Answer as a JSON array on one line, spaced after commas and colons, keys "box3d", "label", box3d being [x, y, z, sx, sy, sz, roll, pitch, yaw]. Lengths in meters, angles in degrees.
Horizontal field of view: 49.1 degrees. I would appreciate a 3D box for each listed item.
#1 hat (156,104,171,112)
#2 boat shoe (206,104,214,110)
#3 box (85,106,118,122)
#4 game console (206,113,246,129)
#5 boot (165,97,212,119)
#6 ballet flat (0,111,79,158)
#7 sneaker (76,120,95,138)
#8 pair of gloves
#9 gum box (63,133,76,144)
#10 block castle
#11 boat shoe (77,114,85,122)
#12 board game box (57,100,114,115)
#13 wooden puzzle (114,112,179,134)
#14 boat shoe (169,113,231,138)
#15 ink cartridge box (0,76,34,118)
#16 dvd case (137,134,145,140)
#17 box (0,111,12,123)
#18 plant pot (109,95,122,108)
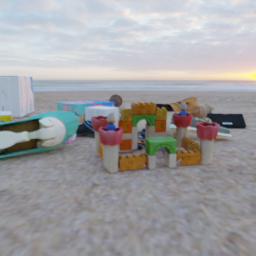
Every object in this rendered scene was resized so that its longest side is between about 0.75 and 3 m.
[{"box3d": [1.183, -0.605, 12.325, 1.408, 0.568, 1.408, 11, -20, 4], "label": "hat"}, {"box3d": [4.891, -1.320, 17.429, 0.978, 0.373, 0.351, -1, 10, -3], "label": "boat shoe"}, {"box3d": [-1.171, -0.587, 12.420, 1.206, 0.642, 0.919, 7, 12, 36], "label": "box"}, {"box3d": [3.909, -0.148, 11.411, 1.410, 0.820, 1.240, 1, 40, 8], "label": "game console"}, {"box3d": [2.591, -1.015, 13.909, 2.039, 0.971, 2.635, -3, 10, -18], "label": "boot"}, {"box3d": [-2.434, 0.219, 6.885, 2.947, 0.992, 1.037, -13, 12, -31], "label": "ballet flat"}, {"box3d": [-1.419, -0.012, 9.302, 1.371, 0.562, 0.502, 1, 17, 19], "label": "sneaker"}, {"box3d": [0.402, 0.287, 8.338, 1.670, 0.206, 1.487, -11, 15, -29], "label": "pair of gloves"}, {"box3d": [-1.843, 0.150, 8.650, 0.284, 0.488, 0.860, 1, 10, 5], "label": "gum box"}, {"box3d": [0.537, 0.092, 6.528, 2.650, 1.243, 1.771, -3, 13, -14], "label": "block castle"}, {"box3d": [-2.129, -0.471, 12.636, 0.380, 0.344, 1.068, 5, 11, 26], "label": "boat shoe"}, {"box3d": [-2.431, -1.213, 16.144, 2.019, 0.597, 2.655, 9, 14, 43], "label": "board game box"}, {"box3d": [0.956, -0.176, 10.707, 2.353, 0.474, 2.544, 2, 14, 17], "label": "wooden puzzle"}, {"box3d": [2.298, -0.067, 8.848, 1.923, 0.575, 0.687, 10, -12, 6], "label": "boat shoe"}, {"box3d": [-6.262, -1.676, 14.533, 2.039, 2.049, 2.793, -1, 9, -6], "label": "ink cartridge box"}, {"box3d": [0.656, 0.279, 9.140, 0.661, 0.071, 0.889, -9, 13, -42], "label": "dvd case"}, {"box3d": [-5.963, -0.339, 11.393, 2.240, 0.542, 1.314, -2, 10, -25], "label": "box"}, {"box3d": [-0.892, -1.578, 17.944, 0.885, 0.885, 0.947, 2, 24, 12], "label": "plant pot"}]
